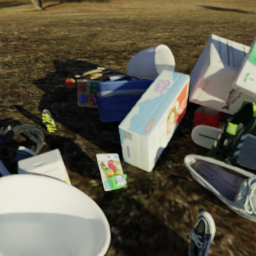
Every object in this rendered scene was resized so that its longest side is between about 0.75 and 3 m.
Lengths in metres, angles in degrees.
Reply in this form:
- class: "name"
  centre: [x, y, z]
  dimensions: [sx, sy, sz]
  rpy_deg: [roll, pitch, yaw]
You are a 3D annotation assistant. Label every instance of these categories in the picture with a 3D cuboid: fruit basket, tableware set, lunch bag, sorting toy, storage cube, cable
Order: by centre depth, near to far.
- class: "fruit basket"
  centre: [-0.382, 1.078, 6.982]
  dimensions: [0.420, 0.896, 0.830]
  rpy_deg: [-20, -16, 33]
- class: "cable"
  centre: [-3.446, 0.573, 8.751]
  dimensions: [1.465, 0.456, 1.795]
  rpy_deg: [6, 38, -9]
- class: "storage cube"
  centre: [2.813, -0.294, 9.990]
  dimensions: [0.733, 0.771, 0.857]
  rpy_deg: [18, 33, 29]
- class: "lunch bag"
  centre: [-0.109, -1.087, 10.128]
  dimensions: [2.410, 1.594, 1.637]
  rpy_deg: [-4, 5, -9]
- class: "sorting toy"
  centre: [-1.566, -1.382, 11.514]
  dimensions: [2.315, 1.116, 0.392]
  rpy_deg: [7, 14, 18]
- class: "tableware set"
  centre: [-1.297, -2.364, 12.933]
  dimensions: [1.355, 0.411, 2.050]
  rpy_deg: [-12, 3, 28]

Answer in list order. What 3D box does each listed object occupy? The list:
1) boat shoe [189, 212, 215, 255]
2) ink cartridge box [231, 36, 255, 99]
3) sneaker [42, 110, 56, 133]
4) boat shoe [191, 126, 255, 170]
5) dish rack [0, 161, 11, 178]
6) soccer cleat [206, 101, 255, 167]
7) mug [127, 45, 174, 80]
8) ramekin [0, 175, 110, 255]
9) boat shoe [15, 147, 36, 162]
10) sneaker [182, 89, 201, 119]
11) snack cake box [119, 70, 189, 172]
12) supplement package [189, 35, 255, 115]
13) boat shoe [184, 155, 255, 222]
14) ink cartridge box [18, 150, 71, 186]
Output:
- class: "boat shoe"
  centre: [1.323, 2.069, 5.248]
  dimensions: [0.352, 1.030, 0.380]
  rpy_deg: [-12, 29, -40]
- class: "ink cartridge box"
  centre: [4.074, -1.429, 7.471]
  dimensions: [2.038, 1.640, 0.510]
  rpy_deg: [26, -2, 8]
- class: "sneaker"
  centre: [-2.808, -0.254, 9.776]
  dimensions: [0.339, 0.898, 0.343]
  rpy_deg: [-19, 40, -16]
- class: "boat shoe"
  centre: [3.165, 0.475, 8.401]
  dimensions: [2.463, 0.906, 0.822]
  rpy_deg: [26, 12, 23]
- class: "dish rack"
  centre: [-4.499, 1.506, 6.861]
  dimensions: [2.763, 0.602, 2.372]
  rpy_deg: [-22, 34, -34]
- class: "soccer cleat"
  centre: [2.685, 0.343, 7.481]
  dimensions: [0.810, 0.972, 2.398]
  rpy_deg: [26, 79, 34]
- class: "mug"
  centre: [1.031, -2.553, 12.792]
  dimensions: [1.822, 2.078, 1.534]
  rpy_deg: [-3, 35, 41]
- class: "ramekin"
  centre: [-1.574, 1.909, 4.799]
  dimensions: [2.303, 1.123, 2.303]
  rpy_deg: [22, 16, -7]
- class: "boat shoe"
  centre: [-2.490, 0.950, 7.405]
  dimensions: [0.497, 1.328, 0.411]
  rpy_deg: [10, 65, 20]
- class: "sneaker"
  centre: [2.889, -1.244, 11.790]
  dimensions: [2.678, 0.804, 1.397]
  rpy_deg: [-20, 33, -23]
- class: "snack cake box"
  centre: [0.836, -0.274, 8.252]
  dimensions: [0.907, 1.553, 2.700]
  rpy_deg: [20, 52, 24]
- class: "supplement package"
  centre: [3.604, -1.501, 9.006]
  dimensions: [2.811, 1.644, 1.649]
  rpy_deg: [17, 49, -2]
- class: "boat shoe"
  centre: [2.389, 1.333, 6.455]
  dimensions: [0.807, 0.928, 2.517]
  rpy_deg: [33, 0, -44]
- class: "ink cartridge box"
  centre: [-1.823, 1.238, 6.357]
  dimensions: [0.928, 1.279, 0.533]
  rpy_deg: [-18, 33, -13]
